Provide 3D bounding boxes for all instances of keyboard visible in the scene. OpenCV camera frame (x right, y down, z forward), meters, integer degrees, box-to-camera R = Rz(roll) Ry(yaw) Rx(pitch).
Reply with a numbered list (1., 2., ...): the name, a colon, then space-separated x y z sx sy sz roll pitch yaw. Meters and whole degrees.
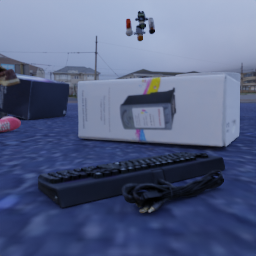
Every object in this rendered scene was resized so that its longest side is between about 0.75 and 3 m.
1. keyboard: 0.217 0.423 2.615 1.914 0.197 1.216 -5 8 -35

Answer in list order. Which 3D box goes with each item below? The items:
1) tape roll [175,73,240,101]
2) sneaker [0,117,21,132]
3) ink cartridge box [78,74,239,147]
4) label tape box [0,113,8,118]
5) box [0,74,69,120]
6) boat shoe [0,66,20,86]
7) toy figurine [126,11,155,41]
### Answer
1. tape roll: 3.056 -1.218 10.915 2.461 1.690 2.461 0 6 0
2. sneaker: -2.953 -0.010 6.388 0.976 0.360 0.423 -8 21 -25
3. ink cartridge box: 0.658 -0.374 5.513 2.712 1.161 2.002 1 6 27
4. label tape box: -5.306 -0.529 11.077 0.645 0.298 0.900 2 5 8
5. box: -4.137 -1.349 11.415 2.473 1.536 2.493 13 10 18
6. boat shoe: -3.570 -1.506 7.902 0.529 0.528 1.466 -29 30 -36
7. toy figurine: 0.485 -3.933 10.968 1.034 0.719 1.018 -16 -18 38
